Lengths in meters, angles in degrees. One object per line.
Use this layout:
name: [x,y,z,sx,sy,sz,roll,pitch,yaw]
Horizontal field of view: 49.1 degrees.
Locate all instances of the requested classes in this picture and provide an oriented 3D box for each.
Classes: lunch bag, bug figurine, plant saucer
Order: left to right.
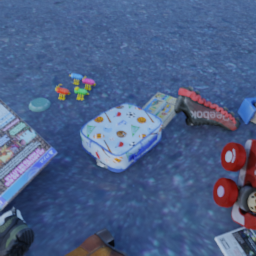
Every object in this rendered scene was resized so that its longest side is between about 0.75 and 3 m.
plant saucer: [-3.970,-1.076,12.529,0.960,0.173,0.960,0,41,0]
bug figurine: [-2.458,-2.030,13.356,1.571,0.521,2.025,13,42,15]
lunch bag: [-0.199,0.315,10.267,2.307,1.088,2.879,31,49,28]

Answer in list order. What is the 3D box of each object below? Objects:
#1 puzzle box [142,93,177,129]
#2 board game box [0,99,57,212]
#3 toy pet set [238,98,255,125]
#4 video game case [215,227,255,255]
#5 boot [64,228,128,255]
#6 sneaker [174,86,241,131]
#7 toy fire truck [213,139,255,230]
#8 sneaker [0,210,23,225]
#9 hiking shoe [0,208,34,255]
puzzle box: [1.404,-0.797,12.143,1.313,0.251,1.974,23,46,23]
board game box: [-4.007,0.745,8.557,2.692,1.303,2.146,44,49,-5]
toy pet set: [5.426,-1.221,11.293,1.158,2.036,2.181,28,47,16]
video game case: [3.130,3.327,7.501,1.110,0.143,1.221,-13,42,-14]
boot: [-0.946,3.595,6.788,1.998,0.684,1.881,-26,48,-26]
sneaker: [3.063,-0.490,11.220,2.810,1.373,0.993,29,3,0]
toy fire truck: [3.573,1.510,7.579,1.428,2.547,2.139,13,-3,-13]
sneaker: [-3.653,2.880,7.713,1.554,0.546,0.622,-26,50,-27]
hiking shoe: [-3.528,3.172,6.961,2.415,0.914,1.216,-40,48,-19]
